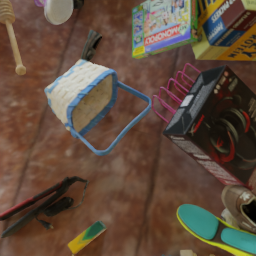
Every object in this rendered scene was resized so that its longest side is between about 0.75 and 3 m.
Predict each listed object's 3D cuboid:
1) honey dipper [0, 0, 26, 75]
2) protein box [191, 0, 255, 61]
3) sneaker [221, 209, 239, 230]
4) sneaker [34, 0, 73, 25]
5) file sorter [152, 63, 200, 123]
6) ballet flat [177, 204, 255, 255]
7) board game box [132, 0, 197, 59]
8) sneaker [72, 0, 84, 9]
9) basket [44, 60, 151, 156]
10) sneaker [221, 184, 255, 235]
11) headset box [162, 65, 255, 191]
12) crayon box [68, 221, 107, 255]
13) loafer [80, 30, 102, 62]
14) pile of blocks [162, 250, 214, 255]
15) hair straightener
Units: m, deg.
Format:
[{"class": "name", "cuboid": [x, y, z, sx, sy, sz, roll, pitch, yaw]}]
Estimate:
[{"class": "honey dipper", "cuboid": [-3.467, -2.668, 8.328, 0.473, 0.473, 2.491, -17, 76, -5]}, {"class": "protein box", "cuboid": [2.925, -3.410, 7.387, 2.665, 1.811, 2.684, -5, 70, -25]}, {"class": "sneaker", "cuboid": [2.542, 2.067, 6.806, 0.458, 0.392, 1.051, 19, 72, 11]}, {"class": "sneaker", "cuboid": [-2.128, -3.401, 7.697, 1.129, 0.718, 1.980, -16, 52, 26]}, {"class": "file sorter", "cuboid": [1.385, -0.873, 7.462, 0.871, 0.965, 1.389, 42, 76, 17]}, {"class": "ballet flat", "cuboid": [2.076, 2.468, 6.429, 2.071, 0.694, 0.692, 19, 54, 30]}, {"class": "board game box", "cuboid": [0.891, -2.770, 7.415, 0.312, 2.140, 1.440, 2, 88, -39]}, {"class": "sneaker", "cuboid": [-1.952, -4.740, 8.806, 0.996, 0.774, 2.213, -39, 77, -15]}, {"class": "basket", "cuboid": [-0.763, -0.572, 6.973, 2.181, 1.517, 1.923, 35, 64, 23]}, {"class": "sneaker", "cuboid": [2.964, 2.230, 6.203, 0.787, 0.844, 2.235, -44, 97, -8]}, {"class": "headset box", "cuboid": [2.404, 0.114, 6.667, 2.570, 0.964, 1.910, 39, 76, -18]}, {"class": "crayon box", "cuboid": [-0.994, 2.566, 6.498, 1.006, 0.632, 0.259, -37, 76, -11]}, {"class": "loafer", "cuboid": [-1.079, -2.343, 8.224, 0.378, 0.432, 1.203, 15, 70, -2]}, {"class": "pile of blocks", "cuboid": [1.158, 3.404, 6.287, 2.432, 0.998, 0.756, -3, 115, 8]}, {"class": "hair straightener", "cuboid": [-1.970, 2.000, 6.841, 2.403, 0.492, 0.925, -28, 75, -13]}]
